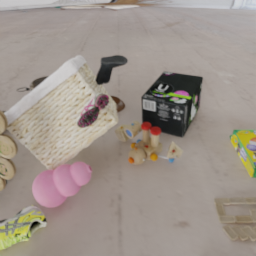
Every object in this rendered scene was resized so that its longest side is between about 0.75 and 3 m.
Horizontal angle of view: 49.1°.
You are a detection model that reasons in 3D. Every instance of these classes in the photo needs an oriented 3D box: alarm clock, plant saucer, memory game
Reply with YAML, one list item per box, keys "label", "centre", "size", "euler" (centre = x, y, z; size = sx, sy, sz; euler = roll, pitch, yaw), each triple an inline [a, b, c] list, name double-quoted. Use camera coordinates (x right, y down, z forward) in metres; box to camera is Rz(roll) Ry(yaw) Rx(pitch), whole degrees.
- label: "alarm clock"
  centre: [-4.022, -1.877, 13.352]
  size: [2.632, 0.876, 1.775]
  euler: [-3, 31, 1]
- label: "plant saucer"
  centre: [-0.916, -1.095, 12.540]
  size: [1.567, 0.287, 1.567]
  euler: [0, 30, 0]
- label: "memory game"
  centre: [-3.808, 0.269, 6.563]
  size: [2.908, 2.908, 0.185]
  euler: [11, 25, 17]

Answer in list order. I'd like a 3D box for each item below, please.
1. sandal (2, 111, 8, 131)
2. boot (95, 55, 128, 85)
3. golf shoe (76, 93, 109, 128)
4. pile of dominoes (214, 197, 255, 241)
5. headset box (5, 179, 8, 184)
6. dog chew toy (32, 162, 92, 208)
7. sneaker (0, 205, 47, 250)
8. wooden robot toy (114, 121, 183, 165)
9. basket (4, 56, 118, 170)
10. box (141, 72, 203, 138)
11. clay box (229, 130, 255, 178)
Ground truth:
- label: "sandal"
  centre: [-5.067, -0.073, 10.312]
  size: [2.261, 0.924, 0.617]
  euler: [-5, 48, -10]
- label: "boot"
  centre: [-0.481, -1.595, 7.885]
  size: [0.773, 0.938, 0.308]
  euler: [-5, 58, -19]
- label: "golf shoe"
  centre: [-0.885, -0.414, 6.724]
  size: [1.010, 0.367, 0.465]
  euler: [-50, 35, -12]
- label: "pile of dominoes"
  centre: [3.149, 2.328, 7.038]
  size: [1.739, 0.277, 1.356]
  euler: [-4, 31, 9]
- label: "headset box"
  centre: [-4.516, 1.382, 8.001]
  size: [1.524, 0.707, 1.327]
  euler: [21, 37, 32]
- label: "dog chew toy"
  centre: [-1.652, 1.391, 7.229]
  size: [1.563, 0.973, 0.973]
  euler: [-27, 32, 5]
- label: "sneaker"
  centre: [-2.613, 2.395, 6.441]
  size: [0.607, 0.599, 1.588]
  euler: [22, 39, 33]
- label: "wooden robot toy"
  centre: [0.358, 0.583, 9.057]
  size: [2.720, 1.198, 1.234]
  euler: [27, 51, 37]
- label: "basket"
  centre: [-1.859, -0.561, 8.455]
  size: [2.649, 2.130, 2.625]
  euler: [-38, 15, 8]
- label: "box"
  centre: [1.761, -1.014, 11.044]
  size: [1.739, 1.456, 2.342]
  euler: [15, 40, 23]
- label: "clay box"
  centre: [4.354, 0.703, 9.269]
  size: [1.346, 0.558, 2.344]
  euler: [1, 32, 0]
